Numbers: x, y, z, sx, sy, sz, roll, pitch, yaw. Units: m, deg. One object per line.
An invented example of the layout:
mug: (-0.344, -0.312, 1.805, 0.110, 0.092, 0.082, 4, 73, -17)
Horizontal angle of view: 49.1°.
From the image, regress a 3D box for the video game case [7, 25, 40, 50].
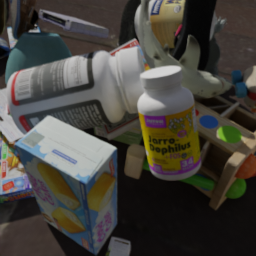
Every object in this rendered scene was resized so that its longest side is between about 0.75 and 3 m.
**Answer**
video game case: (-4.351, -3.869, 11.839, 1.303, 0.162, 1.820, -16, 48, -14)

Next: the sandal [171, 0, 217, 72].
sandal: (1.489, -2.125, 6.529, 0.894, 2.381, 0.537, 3, 28, -10)

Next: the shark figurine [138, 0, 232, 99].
shark figurine: (0.733, -1.611, 6.196, 1.840, 3.080, 1.285, -39, 16, -5)

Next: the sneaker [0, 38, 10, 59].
sneaker: (-5.359, -2.702, 10.315, 2.096, 0.807, 0.893, -33, 59, -27)

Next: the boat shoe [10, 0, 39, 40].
boat shoe: (-2.954, -3.099, 8.046, 0.737, 2.037, 0.736, 4, 79, -19)

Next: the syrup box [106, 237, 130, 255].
syrup box: (-0.271, 2.695, 5.386, 0.416, 0.402, 1.022, 10, 47, 10)

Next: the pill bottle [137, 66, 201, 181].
pill bottle: (0.744, -0.085, 5.188, 1.020, 1.957, 1.020, -11, 22, 4)

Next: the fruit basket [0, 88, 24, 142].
fruit basket: (-2.715, -0.638, 8.042, 2.358, 1.106, 2.184, -32, 55, -29)

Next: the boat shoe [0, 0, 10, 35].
boat shoe: (-3.477, -3.100, 7.761, 0.416, 1.136, 0.368, 34, 42, 0)

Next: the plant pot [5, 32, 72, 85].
plant pot: (-2.482, -1.990, 8.085, 2.059, 1.387, 2.059, 4, 23, -2)

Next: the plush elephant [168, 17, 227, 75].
plush elephant: (1.896, -2.306, 9.178, 2.168, 2.632, 2.038, 29, -1, -18)

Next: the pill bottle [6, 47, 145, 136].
pill bottle: (-1.036, -0.798, 6.445, 2.929, 1.668, 1.668, -11, 45, 10)

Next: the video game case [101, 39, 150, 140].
video game case: (-0.132, -1.121, 7.464, 1.857, 0.227, 2.597, -28, 56, 5)

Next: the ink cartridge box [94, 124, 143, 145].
ink cartridge box: (-0.026, -0.374, 8.319, 1.354, 0.446, 1.860, 15, 49, 15)

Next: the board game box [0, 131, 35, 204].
board game box: (-2.770, 0.800, 7.213, 1.492, 0.380, 2.204, -11, 47, -10)

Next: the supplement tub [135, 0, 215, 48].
supplement tub: (1.233, -2.816, 7.473, 1.838, 1.327, 1.327, 10, 44, 34)

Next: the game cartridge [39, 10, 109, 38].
game cartridge: (-1.310, -2.466, 6.682, 1.052, 0.312, 1.623, 1, 24, -43)

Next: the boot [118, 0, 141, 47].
boot: (0.520, -3.257, 9.447, 0.796, 1.581, 2.115, 6, 81, 47)

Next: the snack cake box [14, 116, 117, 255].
snack cake box: (-1.029, 1.181, 5.323, 1.475, 2.566, 0.862, 23, 48, 21)

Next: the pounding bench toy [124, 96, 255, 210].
pounding bench toy: (1.632, 0.670, 6.355, 2.907, 1.806, 2.268, -35, 56, -29)

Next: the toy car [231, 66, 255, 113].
toy car: (3.093, -0.778, 6.735, 1.064, 1.155, 1.021, -6, 42, 13)
